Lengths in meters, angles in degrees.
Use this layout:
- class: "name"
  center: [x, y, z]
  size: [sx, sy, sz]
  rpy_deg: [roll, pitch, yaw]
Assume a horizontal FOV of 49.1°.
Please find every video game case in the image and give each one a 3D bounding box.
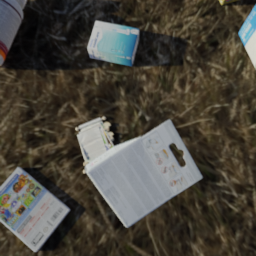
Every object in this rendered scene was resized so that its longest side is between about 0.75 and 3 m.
- class: "video game case"
  center: [-3.101, 2.465, 8.621]
  size: [2.156, 0.194, 1.544]
  rpy_deg: [36, 77, 10]

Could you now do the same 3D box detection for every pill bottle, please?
- class: "pill bottle"
  center: [-4.635, -3.715, 9.712]
  size: [1.569, 1.569, 2.864]
  rpy_deg: [14, 74, 4]

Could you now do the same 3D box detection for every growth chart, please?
- class: "growth chart"
  center: [-1.044, 0.523, 9.214]
  size: [1.238, 0.152, 1.711]
  rpy_deg: [-14, 74, -5]

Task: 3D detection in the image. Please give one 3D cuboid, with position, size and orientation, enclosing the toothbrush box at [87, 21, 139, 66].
- class: "toothbrush box"
  center: [-0.506, -2.991, 9.962]
  size: [1.607, 0.685, 1.176]
  rpy_deg: [12, 74, 3]

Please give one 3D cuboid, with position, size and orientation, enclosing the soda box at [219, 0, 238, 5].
- class: "soda box"
  center: [3.582, -6.104, 10.783]
  size: [0.821, 0.869, 2.565]
  rpy_deg: [-18, 74, -5]

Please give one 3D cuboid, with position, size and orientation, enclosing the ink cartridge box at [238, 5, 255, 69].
- class: "ink cartridge box"
  center: [5.445, -2.778, 9.178]
  size: [2.081, 2.045, 2.827]
  rpy_deg: [-17, 74, -5]

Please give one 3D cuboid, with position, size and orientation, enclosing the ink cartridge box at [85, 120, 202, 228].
- class: "ink cartridge box"
  center: [0.356, 0.985, 6.174]
  size: [2.054, 0.586, 1.669]
  rpy_deg: [-34, 107, -7]
